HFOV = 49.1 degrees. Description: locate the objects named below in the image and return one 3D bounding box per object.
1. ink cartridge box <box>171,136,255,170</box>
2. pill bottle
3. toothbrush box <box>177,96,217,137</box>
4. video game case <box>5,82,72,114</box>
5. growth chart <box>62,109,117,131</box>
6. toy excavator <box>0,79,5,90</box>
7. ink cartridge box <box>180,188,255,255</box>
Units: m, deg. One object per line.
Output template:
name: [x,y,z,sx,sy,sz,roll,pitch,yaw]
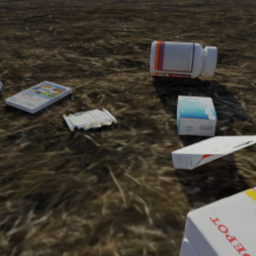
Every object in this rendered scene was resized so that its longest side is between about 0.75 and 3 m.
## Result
ink cartridge box: [2.347,0.632,7.159,1.669,0.586,2.054,-16,7,-25]
pill bottle: [2.501,-3.127,12.924,2.864,1.569,1.569,5,33,7]
toothbrush box: [2.279,-0.425,9.510,1.176,0.685,1.607,3,33,5]
video game case: [-3.571,-1.292,11.336,1.544,0.194,2.156,18,37,27]
growth chart: [-1.341,-0.285,9.798,1.711,0.152,1.238,-11,35,-17]
toy excavator: [-6.011,-1.820,11.840,1.163,1.196,0.597,44,30,-14]
ink cartridge box: [2.446,2.210,4.105,2.827,2.045,2.081,-13,35,-19]
